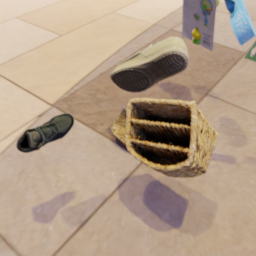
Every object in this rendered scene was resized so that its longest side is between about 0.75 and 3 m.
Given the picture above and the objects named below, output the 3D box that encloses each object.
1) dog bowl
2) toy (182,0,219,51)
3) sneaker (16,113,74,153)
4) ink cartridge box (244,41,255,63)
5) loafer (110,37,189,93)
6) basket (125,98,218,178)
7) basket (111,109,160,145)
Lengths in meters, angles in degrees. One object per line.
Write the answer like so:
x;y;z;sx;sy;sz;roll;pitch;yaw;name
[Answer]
2.873;-3.010;7.332;0.423;0.951;1.706;-20;75;31;dog bowl
2.524;-4.157;9.377;0.655;2.773;1.597;-28;49;-20;toy
-1.705;0.120;5.863;1.336;0.511;0.765;-28;9;-15;sneaker
3.335;-1.756;6.632;1.003;0.521;0.298;20;48;-2;ink cartridge box
0.609;-1.774;8.019;2.679;1.014;0.915;-10;45;41;loafer
0.767;0.253;6.166;1.865;1.390;1.331;11;69;42;basket
0.330;0.218;9.512;1.532;1.141;1.093;24;82;23;basket
